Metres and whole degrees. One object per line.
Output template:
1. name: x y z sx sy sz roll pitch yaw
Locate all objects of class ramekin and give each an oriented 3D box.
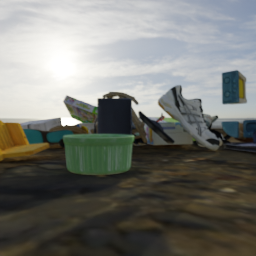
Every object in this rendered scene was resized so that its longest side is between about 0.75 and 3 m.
1. ramekin: -0.583 0.495 5.595 1.412 0.689 1.412 0 1 0

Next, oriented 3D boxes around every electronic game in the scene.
1. electronic game: 0.876 -0.024 8.766 1.475 0.307 1.475 41 4 -3

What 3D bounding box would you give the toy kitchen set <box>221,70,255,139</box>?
1. toy kitchen set: 4.504 -0.869 9.112 2.981 2.388 1.756 -3 -7 39

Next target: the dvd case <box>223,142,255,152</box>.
1. dvd case: 4.713 0.597 9.002 2.163 0.232 2.909 -2 0 -5

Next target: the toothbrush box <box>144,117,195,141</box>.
1. toothbrush box: 2.196 0.035 14.547 2.293 0.987 1.669 2 11 -22

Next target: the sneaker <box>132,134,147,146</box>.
1. sneaker: 0.252 0.533 11.215 1.145 0.433 0.441 17 -33 -39

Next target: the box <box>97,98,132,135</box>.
1. box: -0.363 -0.083 8.418 0.967 1.619 1.646 0 6 2

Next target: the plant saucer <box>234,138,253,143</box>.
1. plant saucer: 5.219 0.342 11.068 2.364 0.407 2.364 8 -8 1

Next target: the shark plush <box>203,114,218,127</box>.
1. shark plush: 2.744 -0.014 11.721 0.990 0.907 2.178 30 -36 -18

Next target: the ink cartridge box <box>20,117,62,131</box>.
1. ink cartridge box: -4.343 0.093 13.432 1.994 0.827 1.464 -6 10 20

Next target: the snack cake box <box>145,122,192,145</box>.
1. snack cake box: 1.553 0.239 11.281 1.462 0.854 2.542 -2 -2 -3

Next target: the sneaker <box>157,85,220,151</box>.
1. sneaker: 2.245 -0.396 9.512 2.630 1.153 0.995 45 8 10

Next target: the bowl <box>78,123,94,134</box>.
1. bowl: -1.512 0.212 14.376 2.118 0.952 2.118 0 1 0

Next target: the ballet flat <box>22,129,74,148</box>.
1. ballet flat: -3.135 0.488 10.188 2.352 0.829 0.768 3 -27 -31

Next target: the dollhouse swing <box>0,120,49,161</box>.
1. dollhouse swing: -2.855 0.215 7.084 1.137 1.175 1.293 -21 3 14

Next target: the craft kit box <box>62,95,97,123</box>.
1. craft kit box: -2.060 -0.679 13.818 1.963 0.482 1.988 23 -20 13

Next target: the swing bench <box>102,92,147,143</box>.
1. swing bench: -0.082 -0.444 10.793 1.321 2.036 2.025 -11 5 3

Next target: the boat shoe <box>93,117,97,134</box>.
1. boat shoe: -0.972 0.113 9.959 0.560 0.484 1.543 0 -39 -11

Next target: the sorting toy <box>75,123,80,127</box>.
1. sorting toy: -2.974 0.329 15.858 2.271 0.932 1.364 -17 -3 -42

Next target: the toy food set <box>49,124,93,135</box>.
1. toy food set: -2.436 0.196 11.527 2.470 0.496 1.705 -1 -25 2

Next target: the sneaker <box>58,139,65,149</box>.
1. sneaker: -1.902 0.568 10.016 1.131 0.400 0.552 2 2 11

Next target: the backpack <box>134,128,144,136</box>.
1. backpack: 0.323 0.073 13.965 0.867 1.152 1.022 -27 -12 -11

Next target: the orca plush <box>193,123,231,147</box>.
1. orca plush: 3.748 0.214 12.024 2.883 1.025 1.517 -1 1 -44

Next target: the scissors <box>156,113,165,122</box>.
1. scissors: 1.512 -0.516 12.322 0.452 0.086 1.234 -29 10 31

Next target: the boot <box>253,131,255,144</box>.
1. boot: 3.974 0.104 8.534 0.397 0.820 0.306 -10 -3 20
